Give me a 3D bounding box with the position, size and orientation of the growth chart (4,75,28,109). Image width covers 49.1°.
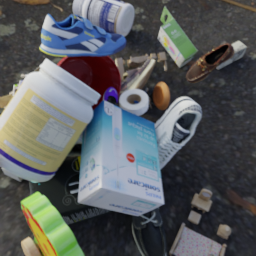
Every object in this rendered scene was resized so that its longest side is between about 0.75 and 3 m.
[{"bbox_3d":[-3.936,-1.352,11.144,1.658,0.203,2.291,3,57,3],"label":"growth chart"}]

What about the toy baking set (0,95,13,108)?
[{"bbox_3d":[-2.470,-0.429,8.305,1.822,2.374,0.276,-48,35,-7],"label":"toy baking set"}]

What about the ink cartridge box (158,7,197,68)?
[{"bbox_3d":[1.822,-3.676,11.537,0.663,1.160,2.235,-35,87,-3],"label":"ink cartridge box"}]

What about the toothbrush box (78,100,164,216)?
[{"bbox_3d":[-0.207,0.838,7.617,1.918,1.117,2.619,23,47,-29],"label":"toothbrush box"}]

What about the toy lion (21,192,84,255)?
[{"bbox_3d":[-1.343,2.771,5.816,0.972,2.714,2.831,-29,71,-32],"label":"toy lion"}]

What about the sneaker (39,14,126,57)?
[{"bbox_3d":[-1.111,-2.460,7.444,2.411,0.992,0.891,-10,31,-28],"label":"sneaker"}]

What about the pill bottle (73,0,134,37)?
[{"bbox_3d":[-1.177,-5.313,13.006,2.644,1.469,1.469,25,60,15],"label":"pill bottle"}]

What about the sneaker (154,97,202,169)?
[{"bbox_3d":[1.169,0.413,8.574,1.116,2.921,1.176,26,18,-15],"label":"sneaker"}]

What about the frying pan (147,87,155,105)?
[{"bbox_3d":[0.975,-1.011,10.917,0.788,0.212,1.303,29,75,11],"label":"frying pan"}]

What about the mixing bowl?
[{"bbox_3d":[-1.578,-1.521,9.335,2.379,2.379,1.288,-28,36,-17],"label":"mixing bowl"}]

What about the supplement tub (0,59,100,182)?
[{"bbox_3d":[-2.140,-0.194,7.255,1.951,1.951,2.684,36,93,21],"label":"supplement tub"}]

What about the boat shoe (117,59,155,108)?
[{"bbox_3d":[0.184,-1.788,10.541,0.865,0.960,2.668,29,61,7],"label":"boat shoe"}]

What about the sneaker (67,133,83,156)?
[{"bbox_3d":[-2.098,0.275,9.401,2.852,1.069,1.236,22,47,14],"label":"sneaker"}]

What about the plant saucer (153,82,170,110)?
[{"bbox_3d":[1.186,-1.167,10.358,0.192,1.028,1.028,-7,55,-25],"label":"plant saucer"}]

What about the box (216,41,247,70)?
[{"bbox_3d":[4.331,-3.137,12.087,1.502,0.617,0.514,-30,62,-17],"label":"box"}]

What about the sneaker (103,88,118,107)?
[{"bbox_3d":[-0.513,-0.704,9.006,0.502,0.718,1.444,18,67,-24],"label":"sneaker"}]

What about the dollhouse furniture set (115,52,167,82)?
[{"bbox_3d":[0.514,-2.504,11.624,2.005,1.039,0.888,-10,97,-7],"label":"dollhouse furniture set"}]

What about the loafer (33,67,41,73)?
[{"bbox_3d":[-3.002,-1.122,9.204,1.046,0.944,2.766,-6,55,13],"label":"loafer"}]

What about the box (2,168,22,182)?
[{"bbox_3d":[-3.456,0.934,9.372,0.643,0.535,1.566,24,59,2],"label":"box"}]

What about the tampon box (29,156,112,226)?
[{"bbox_3d":[-1.681,1.902,8.307,2.107,1.330,1.579,-15,58,-9],"label":"tampon box"}]

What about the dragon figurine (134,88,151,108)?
[{"bbox_3d":[0.451,-1.032,10.710,0.785,0.464,1.578,-10,51,11],"label":"dragon figurine"}]

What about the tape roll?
[{"bbox_3d":[0.183,-0.800,8.844,0.920,0.322,0.920,-2,52,2],"label":"tape roll"}]

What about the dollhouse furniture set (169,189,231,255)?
[{"bbox_3d":[1.984,3.122,7.602,1.361,1.163,2.626,25,60,16],"label":"dollhouse furniture set"}]

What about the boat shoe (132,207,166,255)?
[{"bbox_3d":[0.501,2.590,8.114,0.908,0.855,2.527,-11,58,-2],"label":"boat shoe"}]

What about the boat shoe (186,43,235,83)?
[{"bbox_3d":[2.937,-2.406,10.334,1.993,0.701,0.702,-38,73,26],"label":"boat shoe"}]
